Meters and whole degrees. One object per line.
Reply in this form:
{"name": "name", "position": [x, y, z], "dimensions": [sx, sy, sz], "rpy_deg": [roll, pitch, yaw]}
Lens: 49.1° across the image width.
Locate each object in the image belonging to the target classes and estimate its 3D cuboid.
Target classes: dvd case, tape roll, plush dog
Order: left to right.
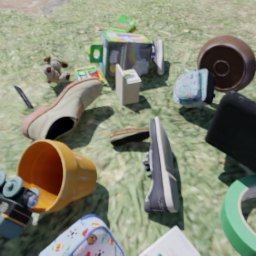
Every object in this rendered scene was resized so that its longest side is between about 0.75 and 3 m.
{"name": "dvd case", "position": [-3.177, -0.918, 8.564], "dimensions": [0.082, 0.763, 1.026], "rpy_deg": [-33, 9, -9]}
{"name": "plush dog", "position": [-2.655, -2.115, 10.135], "dimensions": [1.041, 0.835, 0.894], "rpy_deg": [16, 69, -36]}
{"name": "tape roll", "position": [3.108, 1.979, 6.018], "dimensions": [2.109, 0.507, 2.109], "rpy_deg": [0, 41, 0]}

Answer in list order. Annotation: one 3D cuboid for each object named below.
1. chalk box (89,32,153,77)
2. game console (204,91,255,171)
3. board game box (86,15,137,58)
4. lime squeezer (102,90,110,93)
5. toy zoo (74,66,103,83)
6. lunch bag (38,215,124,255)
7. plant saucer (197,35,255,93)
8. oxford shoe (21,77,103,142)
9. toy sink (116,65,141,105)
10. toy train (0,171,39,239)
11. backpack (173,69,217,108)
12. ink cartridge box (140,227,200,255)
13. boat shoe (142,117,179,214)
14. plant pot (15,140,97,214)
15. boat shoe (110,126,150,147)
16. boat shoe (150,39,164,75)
{"name": "chalk box", "position": [-0.379, -2.715, 10.341], "dimensions": [2.127, 1.323, 1.317], "rpy_deg": [-1, 32, -17]}
{"name": "game console", "position": [3.439, 0.308, 6.308], "dimensions": [2.899, 2.550, 1.687], "rpy_deg": [33, 60, 22]}
{"name": "board game box", "position": [-0.665, -3.777, 11.828], "dimensions": [2.310, 0.346, 1.104], "rpy_deg": [-47, 53, -1]}
{"name": "lime squeezer", "position": [-1.085, -1.234, 9.842], "dimensions": [0.921, 0.174, 0.325], "rpy_deg": [-28, 56, -30]}
{"name": "toy zoo", "position": [-1.497, -1.948, 10.707], "dimensions": [0.863, 0.135, 1.315], "rpy_deg": [-13, 43, -15]}
{"name": "lunch bag", "position": [-0.860, 2.388, 4.868], "dimensions": [1.537, 1.231, 0.581], "rpy_deg": [-37, 33, -20]}
{"name": "plant saucer", "position": [2.918, -1.866, 8.589], "dimensions": [1.863, 1.863, 0.321], "rpy_deg": [26, 42, 26]}
{"name": "oxford shoe", "position": [-1.667, -0.467, 8.353], "dimensions": [1.073, 1.028, 2.906], "rpy_deg": [28, 60, 34]}
{"name": "toy sink", "position": [0.001, -1.495, 9.401], "dimensions": [0.658, 1.174, 0.765], "rpy_deg": [-12, 44, -14]}
{"name": "toy train", "position": [-2.530, 1.413, 5.417], "dimensions": [1.787, 0.761, 1.018], "rpy_deg": [8, 58, 31]}
{"name": "backpack", "position": [1.990, -1.207, 8.799], "dimensions": [0.944, 1.113, 1.253], "rpy_deg": [15, -13, -36]}
{"name": "ink cartridge box", "position": [0.184, 2.462, 4.464], "dimensions": [1.804, 1.048, 0.607], "rpy_deg": [-27, 66, -32]}
{"name": "boat shoe", "position": [0.632, 0.836, 6.787], "dimensions": [0.792, 0.917, 2.525], "rpy_deg": [-18, 53, 19]}
{"name": "plant pot", "position": [-1.454, 1.071, 6.221], "dimensions": [1.485, 1.485, 1.359], "rpy_deg": [35, 11, 33]}
{"name": "boat shoe", "position": [0.063, 0.150, 7.945], "dimensions": [1.237, 0.468, 0.457], "rpy_deg": [-12, 53, 0]}
{"name": "boat shoe", "position": [0.988, -2.766, 11.110], "dimensions": [0.815, 0.656, 1.758], "rpy_deg": [-6, 53, 14]}
